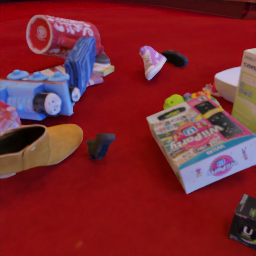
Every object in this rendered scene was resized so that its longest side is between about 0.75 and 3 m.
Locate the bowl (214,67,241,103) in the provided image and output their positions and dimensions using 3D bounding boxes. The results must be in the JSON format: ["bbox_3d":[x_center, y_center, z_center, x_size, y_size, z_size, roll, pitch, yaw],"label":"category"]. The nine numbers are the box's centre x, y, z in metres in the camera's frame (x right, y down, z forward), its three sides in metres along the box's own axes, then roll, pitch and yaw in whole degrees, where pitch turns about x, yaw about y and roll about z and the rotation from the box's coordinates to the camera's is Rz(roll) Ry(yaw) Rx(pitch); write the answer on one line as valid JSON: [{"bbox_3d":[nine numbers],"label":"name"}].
[{"bbox_3d":[4.414,-1.340,9.756,2.319,0.865,2.315,-19,35,-31],"label":"bowl"}]

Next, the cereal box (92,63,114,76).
[{"bbox_3d":[-1.406,-2.644,12.606,1.286,0.254,0.925,14,33,22],"label":"cereal box"}]

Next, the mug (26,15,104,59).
[{"bbox_3d":[-2.545,-3.890,11.990,2.468,1.855,2.781,-4,5,33],"label":"mug"}]

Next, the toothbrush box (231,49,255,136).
[{"bbox_3d":[3.630,-0.597,6.935,1.028,2.387,1.738,-12,33,-21],"label":"toothbrush box"}]

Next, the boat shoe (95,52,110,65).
[{"bbox_3d":[-1.883,-3.769,13.995,0.954,0.813,2.853,-21,36,-32],"label":"boat shoe"}]

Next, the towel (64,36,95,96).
[{"bbox_3d":[-1.684,-2.290,10.288,0.655,1.507,2.698,4,36,1],"label":"towel"}]

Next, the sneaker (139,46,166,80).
[{"bbox_3d":[0.830,-2.789,11.778,1.182,0.751,2.073,41,32,-8],"label":"sneaker"}]

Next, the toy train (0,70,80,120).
[{"bbox_3d":[-3.013,-0.956,8.651,2.988,1.295,1.707,7,32,21],"label":"toy train"}]

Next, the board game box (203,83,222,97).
[{"bbox_3d":[3.529,-1.556,10.745,1.251,0.244,0.988,-19,35,-29],"label":"board game box"}]

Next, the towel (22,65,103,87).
[{"bbox_3d":[-2.656,-1.868,11.118,2.751,0.313,1.981,-27,47,-37],"label":"towel"}]

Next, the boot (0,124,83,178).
[{"bbox_3d":[-1.783,0.301,5.903,2.354,1.685,0.828,-28,82,-32],"label":"boot"}]

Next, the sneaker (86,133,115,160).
[{"bbox_3d":[-0.615,0.444,6.582,0.444,1.169,0.531,2,71,-27],"label":"sneaker"}]

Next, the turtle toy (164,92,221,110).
[{"bbox_3d":[1.949,-0.596,8.399,1.816,0.918,1.323,-5,30,-9],"label":"turtle toy"}]

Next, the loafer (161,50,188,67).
[{"bbox_3d":[2.335,-3.435,13.581,0.666,0.644,1.897,-22,32,-18],"label":"loafer"}]

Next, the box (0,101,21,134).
[{"bbox_3d":[-3.803,-0.250,7.472,1.839,0.917,0.878,23,48,25],"label":"box"}]

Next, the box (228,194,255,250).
[{"bbox_3d":[2.265,1.670,4.742,0.885,0.658,0.550,19,35,30],"label":"box"}]

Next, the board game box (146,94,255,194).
[{"bbox_3d":[1.648,0.231,6.690,1.752,0.763,2.374,-23,33,-1],"label":"board game box"}]
